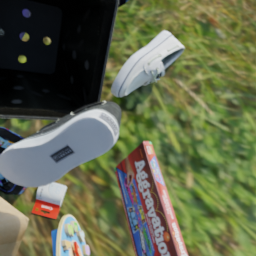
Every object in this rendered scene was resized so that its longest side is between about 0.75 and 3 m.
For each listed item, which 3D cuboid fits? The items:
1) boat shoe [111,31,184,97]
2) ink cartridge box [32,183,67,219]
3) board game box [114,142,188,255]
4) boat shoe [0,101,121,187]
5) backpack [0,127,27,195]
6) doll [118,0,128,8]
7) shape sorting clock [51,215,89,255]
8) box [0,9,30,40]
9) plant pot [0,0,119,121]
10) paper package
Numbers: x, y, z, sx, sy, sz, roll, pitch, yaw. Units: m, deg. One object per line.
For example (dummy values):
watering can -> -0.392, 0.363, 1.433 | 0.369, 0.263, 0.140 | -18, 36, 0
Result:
boat shoe -> 0.671, -1.827, 8.304 | 0.931, 1.025, 2.788 | 36, 73, 14
ink cartridge box -> -2.086, 1.866, 7.354 | 0.693, 0.205, 0.866 | 13, 68, 5
board game box -> 0.365, 1.607, 5.189 | 0.236, 1.247, 2.422 | 3, 57, -33
boat shoe -> -0.968, 0.261, 3.967 | 2.159, 0.741, 0.611 | -23, 23, 28
backpack -> -3.188, 0.815, 7.287 | 1.578, 1.062, 1.441 | 28, 72, 9
doll -> -0.472, -3.219, 5.887 | 1.897, 2.780, 0.674 | -17, 72, -14
shape sorting clock -> -0.641, 1.843, 3.598 | 0.281, 1.431, 1.431 | -15, 70, 4
box -> -3.878, -4.080, 8.356 | 1.315, 2.521, 1.866 | 17, 71, 6
plant pot -> -1.973, -1.704, 5.665 | 2.503, 2.497, 2.220 | 1, 22, -30
paper package -> -3.670, 1.695, 4.322 | 2.820, 2.958, 1.530 | 18, 93, 31
